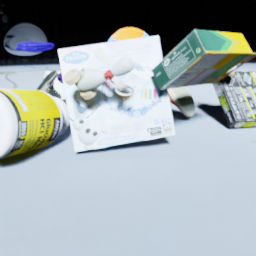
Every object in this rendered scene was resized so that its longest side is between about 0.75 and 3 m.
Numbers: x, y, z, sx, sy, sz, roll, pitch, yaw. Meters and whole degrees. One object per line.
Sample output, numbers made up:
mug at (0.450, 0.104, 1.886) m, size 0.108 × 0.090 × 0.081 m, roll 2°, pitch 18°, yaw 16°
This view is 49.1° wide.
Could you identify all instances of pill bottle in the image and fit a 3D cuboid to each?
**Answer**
pill bottle at (-2.812, -0.192, 7.452) m, size 1.661 × 1.661 × 2.955 m, roll 6°, pitch 8°, yaw 17°

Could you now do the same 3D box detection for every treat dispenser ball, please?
treat dispenser ball at (0.066, -2.396, 9.157) m, size 1.658 × 1.658 × 1.658 m, roll 0°, pitch 18°, yaw 0°

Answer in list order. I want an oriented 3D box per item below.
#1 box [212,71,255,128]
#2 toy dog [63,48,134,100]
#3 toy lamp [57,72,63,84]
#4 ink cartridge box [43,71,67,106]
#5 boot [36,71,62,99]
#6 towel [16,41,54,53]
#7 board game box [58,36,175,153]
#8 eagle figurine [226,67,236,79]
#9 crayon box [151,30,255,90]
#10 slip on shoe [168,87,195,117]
box at (4.211, -1.075, 10.184) m, size 1.792 × 0.495 × 2.236 m, roll -2°, pitch 60°, yaw -15°
toy dog at (-0.649, -1.303, 6.548) m, size 1.660 × 1.095 × 0.799 m, roll -4°, pitch 52°, yaw 8°
toy lamp at (-1.713, -1.085, 9.992) m, size 0.683 × 2.347 × 0.683 m, roll -8°, pitch 54°, yaw 11°
ink cartridge box at (-2.079, -1.597, 11.860) m, size 2.827 × 1.192 × 2.065 m, roll -5°, pitch -2°, yaw -21°
boot at (-2.375, -1.267, 8.896) m, size 0.748 × 0.991 × 0.358 m, roll 36°, pitch 9°, yaw -43°
towel at (-3.493, -3.067, 10.470) m, size 1.221 × 0.303 × 0.902 m, roll 15°, pitch 33°, yaw 33°
board game box at (-0.309, -0.929, 7.764) m, size 2.791 × 2.778 × 0.605 m, roll -9°, pitch 0°, yaw -5°
eagle figurine at (3.513, -2.246, 9.931) m, size 0.941 × 0.946 × 1.247 m, roll -46°, pitch 8°, yaw 0°
crayon box at (2.061, -1.756, 7.385) m, size 2.555 × 0.659 × 1.606 m, roll -12°, pitch -17°, yaw -40°
slip on shoe at (1.587, -1.352, 10.456) m, size 0.900 × 2.431 × 0.744 m, roll -51°, pitch 10°, yaw -33°
